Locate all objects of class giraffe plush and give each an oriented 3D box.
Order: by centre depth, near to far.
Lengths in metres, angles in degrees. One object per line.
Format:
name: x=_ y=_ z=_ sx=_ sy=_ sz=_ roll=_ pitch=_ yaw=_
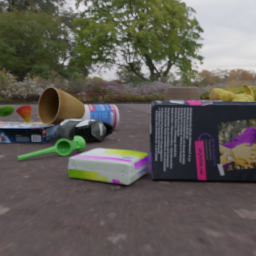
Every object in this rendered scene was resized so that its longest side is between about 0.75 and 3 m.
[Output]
giraffe plush: x=4.412 y=-0.580 z=11.082 sx=2.372 sy=2.047 sz=1.924 roll=-16 pitch=18 yaw=6

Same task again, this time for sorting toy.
sorting toy: x=-4.153 y=-0.398 z=9.908 sx=1.698 sy=0.585 sz=0.589 roll=-7 pitch=-27 yaw=-46

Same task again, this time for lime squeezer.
lime squeezer: x=-1.744 y=0.488 z=7.635 sx=0.871 sy=0.465 sz=2.467 roll=4 pitch=9 yaw=29

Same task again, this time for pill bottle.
pill bottle: x=-1.544 y=-0.442 z=12.426 sx=2.063 sy=1.158 sz=1.158 roll=-3 pitch=8 yaw=-25

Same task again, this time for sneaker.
sneaker: x=-1.338 y=0.080 z=9.340 sx=1.094 sy=0.803 sz=2.417 roll=-1 pitch=3 yaw=30

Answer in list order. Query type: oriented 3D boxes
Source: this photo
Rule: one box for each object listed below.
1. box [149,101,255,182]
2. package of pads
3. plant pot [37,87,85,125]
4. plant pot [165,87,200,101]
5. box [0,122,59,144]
box: x=1.841 y=0.177 z=5.805 sx=2.779 sy=1.474 sz=1.699 roll=1 pitch=7 yaw=3
package of pads: x=-0.352 y=0.725 z=5.544 sx=1.340 sy=0.457 sz=1.035 roll=3 pitch=8 yaw=25
plant pot: x=-2.161 y=-0.645 z=9.546 sx=1.240 sy=1.240 sz=1.331 roll=6 pitch=-2 yaw=42
plant pot: x=2.379 y=-0.830 z=12.362 sx=2.238 sy=1.952 sz=2.238 roll=0 pitch=8 yaw=0
box: x=-4.008 y=0.137 z=10.160 sx=2.805 sy=0.529 sz=1.916 roll=1 pitch=7 yaw=7
